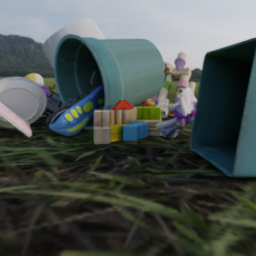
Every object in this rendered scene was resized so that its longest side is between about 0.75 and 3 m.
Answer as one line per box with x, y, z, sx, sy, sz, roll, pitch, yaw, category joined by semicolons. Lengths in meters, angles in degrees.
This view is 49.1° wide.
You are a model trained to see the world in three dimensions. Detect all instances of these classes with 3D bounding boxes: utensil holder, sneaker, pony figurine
-1.720;-2.485;11.446;2.548;2.998;2.548;-30;8;5;utensil holder
-1.352;-0.576;7.920;1.056;0.904;2.549;7;28;28;sneaker
1.457;-0.326;6.301;1.694;1.411;1.635;-27;19;44;pony figurine

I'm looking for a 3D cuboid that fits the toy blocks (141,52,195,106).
1.355;-1.683;12.138;2.576;2.320;2.756;7;-27;26;toy blocks

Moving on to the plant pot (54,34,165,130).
-0.437;-1.561;8.504;2.596;2.650;2.650;-20;19;-37;plant pot

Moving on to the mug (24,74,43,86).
-3.515;-1.460;10.247;0.914;0.732;0.750;-8;52;-24;mug

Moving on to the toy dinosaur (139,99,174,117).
0.843;-0.842;10.777;1.804;0.545;0.958;40;64;14;toy dinosaur

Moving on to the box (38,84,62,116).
-2.617;-0.821;9.425;1.617;0.292;1.156;28;31;-6;box

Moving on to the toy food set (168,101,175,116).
1.626;-0.708;11.282;0.522;0.290;0.888;37;-19;25;toy food set

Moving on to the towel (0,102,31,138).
-2.952;-0.213;7.148;1.009;0.206;1.378;41;-4;-26;towel

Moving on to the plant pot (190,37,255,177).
2.582;-0.229;4.465;2.518;1.780;1.779;6;8;-7;plant pot

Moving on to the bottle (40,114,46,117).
-3.938;-0.752;10.370;1.146;0.896;2.744;8;11;18;bottle

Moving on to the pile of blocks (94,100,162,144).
0.205;-0.270;7.180;1.226;0.928;2.986;5;10;31;pile of blocks

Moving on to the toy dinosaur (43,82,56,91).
-3.370;-1.508;11.189;1.208;0.518;0.818;23;-32;-23;toy dinosaur

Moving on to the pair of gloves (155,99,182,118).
1.666;-0.730;10.433;1.344;0.236;1.143;9;42;13;pair of gloves

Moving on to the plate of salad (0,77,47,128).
-3.228;-0.735;8.045;1.716;1.716;0.412;-5;39;-27;plate of salad
